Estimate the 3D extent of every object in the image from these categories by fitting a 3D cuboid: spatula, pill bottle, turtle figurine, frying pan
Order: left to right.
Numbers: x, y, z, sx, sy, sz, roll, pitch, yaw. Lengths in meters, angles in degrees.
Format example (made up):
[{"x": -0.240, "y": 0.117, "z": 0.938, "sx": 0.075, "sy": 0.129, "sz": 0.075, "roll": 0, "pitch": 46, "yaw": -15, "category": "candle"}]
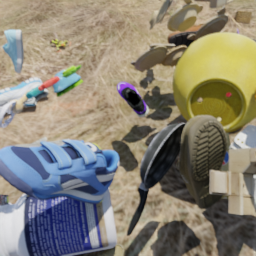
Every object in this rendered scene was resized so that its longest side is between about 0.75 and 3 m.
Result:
[{"x": -1.851, "y": 2.397, "z": 7.086, "sx": 2.956, "sy": 1.710, "sz": 1.710, "roll": -8, "pitch": 50, "yaw": -7, "category": "pill bottle"}, {"x": -3.314, "y": -4.005, "z": 13.353, "sx": 0.855, "sy": 0.341, "sz": 1.060, "roll": 23, "pitch": 54, "yaw": 18, "category": "turtle figurine"}, {"x": 0.596, "y": 0.977, "z": 6.010, "sx": 0.419, "sy": 2.573, "sz": 1.557, "roll": 32, "pitch": 33, "yaw": 24, "category": "frying pan"}, {"x": 3.763, "y": -2.658, "z": 8.843, "sx": 0.273, "sy": 0.750, "sz": 2.654, "roll": -4, "pitch": 10, "yaw": 38, "category": "spatula"}]

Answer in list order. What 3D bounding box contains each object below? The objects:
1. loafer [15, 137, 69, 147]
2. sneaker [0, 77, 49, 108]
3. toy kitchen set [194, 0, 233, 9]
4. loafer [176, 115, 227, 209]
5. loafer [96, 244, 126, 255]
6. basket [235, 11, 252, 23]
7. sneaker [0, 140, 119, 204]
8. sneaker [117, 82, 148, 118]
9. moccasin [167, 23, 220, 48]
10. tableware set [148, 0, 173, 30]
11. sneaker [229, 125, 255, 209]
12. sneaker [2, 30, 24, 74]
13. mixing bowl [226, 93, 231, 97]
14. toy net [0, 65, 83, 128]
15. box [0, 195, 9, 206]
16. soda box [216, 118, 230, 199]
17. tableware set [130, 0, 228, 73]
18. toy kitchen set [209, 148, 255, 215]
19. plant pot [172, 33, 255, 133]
[{"x": -2.243, "y": 0.496, "z": 7.382, "sx": 1.454, "sy": 0.508, "sz": 0.507, "roll": 3, "pitch": 73, "yaw": -24, "category": "loafer"}, {"x": -4.068, "y": -1.075, "z": 10.606, "sx": 2.307, "sy": 0.865, "sz": 1.000, "roll": -37, "pitch": 64, "yaw": -26, "category": "sneaker"}, {"x": 2.600, "y": -4.608, "z": 9.110, "sx": 1.325, "sy": 1.081, "sz": 1.195, "roll": 23, "pitch": 43, "yaw": 36, "category": "toy kitchen set"}, {"x": 1.460, "y": 0.735, "z": 5.961, "sx": 0.985, "sy": 2.592, "sz": 0.874, "roll": -27, "pitch": 41, "yaw": -17, "category": "loafer"}, {"x": -0.625, "y": 3.403, "z": 7.058, "sx": 1.342, "sy": 0.452, "sz": 0.510, "roll": -31, "pitch": 56, "yaw": -23, "category": "loafer"}, {"x": 6.162, "y": -5.938, "z": 15.043, "sx": 0.780, "sy": 0.581, "sz": 0.557, "roll": 7, "pitch": 18, "yaw": 6, "category": "basket"}, {"x": -1.182, "y": 0.677, "z": 5.316, "sx": 1.047, "sy": 2.832, "sz": 1.165, "roll": 41, "pitch": 98, "yaw": 31, "category": "sneaker"}, {"x": 0.066, "y": -0.954, "z": 8.031, "sx": 0.483, "sy": 0.690, "sz": 1.388, "roll": -41, "pitch": 59, "yaw": 2, "category": "sneaker"}, {"x": 3.036, "y": -4.477, "z": 13.317, "sx": 2.776, "sy": 1.015, "sz": 1.071, "roll": -23, "pitch": 50, "yaw": -17, "category": "moccasin"}, {"x": 1.282, "y": -4.381, "z": 9.663, "sx": 0.263, "sy": 1.897, "sz": 2.271, "roll": 23, "pitch": 10, "yaw": -16, "category": "tableware set"}, {"x": 2.858, "y": 0.838, "z": 6.382, "sx": 1.241, "sy": 0.791, "sz": 2.147, "roll": 16, "pitch": 56, "yaw": 30, "category": "sneaker"}, {"x": -2.389, "y": -1.585, "z": 5.814, "sx": 0.382, "sy": 0.933, "sz": 0.345, "roll": 4, "pitch": 33, "yaw": -12, "category": "sneaker"}, {"x": 3.583, "y": -0.761, "z": 10.172, "sx": 1.482, "sy": 0.803, "sz": 1.482, "roll": 18, "pitch": 30, "yaw": -11, "category": "mixing bowl"}, {"x": -1.817, "y": -0.506, "z": 5.343, "sx": 2.166, "sy": 0.418, "sz": 1.136, "roll": -34, "pitch": 19, "yaw": -14, "category": "toy net"}, {"x": -1.811, "y": 0.955, "z": 3.610, "sx": 0.431, "sy": 0.784, "sz": 0.136, "roll": -4, "pitch": 78, "yaw": -17, "category": "box"}, {"x": 2.684, "y": 0.726, "z": 8.993, "sx": 0.992, "sy": 0.938, "sz": 2.929, "roll": 4, "pitch": 51, "yaw": 3, "category": "soda box"}, {"x": 1.555, "y": -2.609, "z": 8.431, "sx": 2.479, "sy": 2.967, "sz": 0.344, "roll": -8, "pitch": 66, "yaw": -50, "category": "tableware set"}, {"x": 2.046, "y": 0.882, "z": 4.628, "sx": 0.922, "sy": 1.020, "sz": 1.130, "roll": 12, "pitch": 76, "yaw": -32, "category": "toy kitchen set"}, {"x": 2.355, "y": -0.930, "z": 7.312, "sx": 2.741, "sy": 2.741, "sz": 1.946, "roll": 16, "pitch": 30, "yaw": 13, "category": "plant pot"}]
